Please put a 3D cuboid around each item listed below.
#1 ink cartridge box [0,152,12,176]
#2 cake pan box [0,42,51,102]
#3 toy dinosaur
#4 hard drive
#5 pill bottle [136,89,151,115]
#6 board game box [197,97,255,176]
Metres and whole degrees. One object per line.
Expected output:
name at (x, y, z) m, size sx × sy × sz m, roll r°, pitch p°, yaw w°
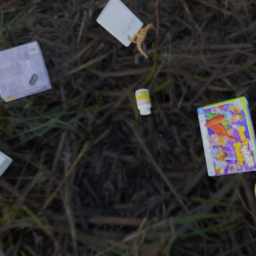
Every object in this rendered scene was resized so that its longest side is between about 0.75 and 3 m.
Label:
ink cartridge box at (-4.619, 1.034, 8.911) m, size 1.365 × 0.567 × 1.001 m, roll 32°, pitch 79°, yaw 7°
cake pan box at (-3.712, -1.992, 9.701) m, size 1.666 × 0.473 × 1.809 m, roll -19°, pitch 77°, yaw -7°
toy dinosaur at (0.348, -2.678, 8.381) m, size 0.730 × 0.415 × 1.375 m, roll -1°, pitch 59°, yaw 36°
hard drive at (-0.240, -3.332, 8.841) m, size 0.894 × 1.356 × 0.181 m, roll -54°, pitch 43°, yaw 7°
pill bottle at (0.522, -0.861, 9.437) m, size 0.441 × 0.441 × 0.782 m, roll -8°, pitch 77°, yaw -2°
board game box at (2.957, 0.287, 8.283) m, size 1.408 × 0.469 × 2.093 m, roll -15°, pitch 73°, yaw 29°
